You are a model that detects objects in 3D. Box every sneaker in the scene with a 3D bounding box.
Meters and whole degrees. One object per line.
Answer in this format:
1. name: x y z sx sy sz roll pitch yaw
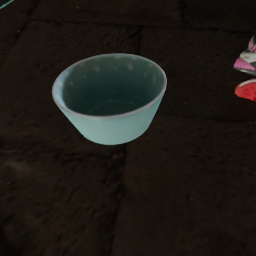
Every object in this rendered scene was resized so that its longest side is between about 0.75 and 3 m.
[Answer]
1. sneaker: 3.684 -0.826 7.468 1.473 0.577 0.851 -2 49 0
2. sneaker: 2.180 -1.086 3.448 0.968 1.040 2.409 13 14 -16

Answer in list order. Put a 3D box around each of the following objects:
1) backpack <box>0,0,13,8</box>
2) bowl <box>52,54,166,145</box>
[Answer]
1. backpack: -2.352 -2.711 4.549 1.537 1.351 1.178 -28 67 16
2. bowl: -0.295 -0.445 5.138 1.954 1.022 1.954 -3 44 2
